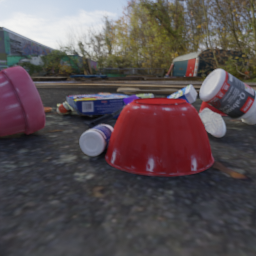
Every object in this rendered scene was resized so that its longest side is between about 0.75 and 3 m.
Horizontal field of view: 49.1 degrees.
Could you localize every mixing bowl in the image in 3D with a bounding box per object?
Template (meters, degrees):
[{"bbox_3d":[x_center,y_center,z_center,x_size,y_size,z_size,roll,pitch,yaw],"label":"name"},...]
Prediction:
[{"bbox_3d":[4.567,-1.273,13.814,2.019,1.094,2.019,0,11,0],"label":"mixing bowl"},{"bbox_3d":[0.745,0.039,6.824,2.656,1.439,2.656,0,13,0],"label":"mixing bowl"}]

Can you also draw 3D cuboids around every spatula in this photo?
[{"bbox_3d":[-0.452,-0.590,10.931,2.610,0.738,0.268,-30,-16,-27],"label":"spatula"}]

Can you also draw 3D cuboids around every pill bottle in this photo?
[{"bbox_3d":[4.008,-1.118,10.626,2.305,1.335,1.335,27,7,-13],"label":"pill bottle"},{"bbox_3d":[-0.760,0.280,7.465,0.660,0.660,1.189,3,13,15],"label":"pill bottle"}]

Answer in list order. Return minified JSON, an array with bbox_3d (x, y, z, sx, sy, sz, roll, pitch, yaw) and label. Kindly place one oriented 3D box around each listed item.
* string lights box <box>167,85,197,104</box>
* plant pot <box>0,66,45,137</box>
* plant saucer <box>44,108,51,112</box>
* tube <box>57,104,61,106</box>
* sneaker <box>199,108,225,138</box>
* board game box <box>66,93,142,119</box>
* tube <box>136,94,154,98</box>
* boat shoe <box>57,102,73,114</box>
[{"bbox_3d":[1.874,-1.022,11.107,1.611,0.475,0.828,-27,16,29],"label":"string lights box"},{"bbox_3d":[-4.002,-0.625,8.796,1.980,2.213,2.213,-25,23,-30],"label":"plant pot"},{"bbox_3d":[-4.341,-0.914,14.329,0.830,0.155,0.830,1,12,0],"label":"plant saucer"},{"bbox_3d":[-3.717,-1.180,15.437,0.270,0.302,1.039,-40,16,-6],"label":"tube"},{"bbox_3d":[2.798,-0.092,8.993,0.610,0.643,1.597,-39,22,15],"label":"sneaker"},{"bbox_3d":[-1.295,-1.085,13.273,2.987,0.921,2.985,-5,12,-21],"label":"board game box"},{"bbox_3d":[0.668,-1.956,18.560,2.089,0.606,0.542,4,53,28],"label":"tube"},{"bbox_3d":[-3.047,-0.911,13.509,0.493,0.561,1.577,-39,6,2],"label":"boat shoe"}]
